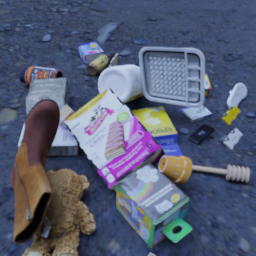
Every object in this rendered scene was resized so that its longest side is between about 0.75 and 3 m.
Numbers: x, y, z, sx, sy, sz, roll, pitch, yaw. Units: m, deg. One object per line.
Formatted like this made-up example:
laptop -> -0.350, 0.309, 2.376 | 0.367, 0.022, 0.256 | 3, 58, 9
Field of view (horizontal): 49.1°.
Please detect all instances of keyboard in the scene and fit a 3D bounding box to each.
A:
keyboard -> 2.708, 0.259, 10.080 | 0.651, 0.139, 1.085 | 27, 49, 36

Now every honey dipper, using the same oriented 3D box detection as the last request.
honey dipper -> 2.354, 1.306, 8.681 | 2.584, 0.491, 0.491 | 6, 42, 10

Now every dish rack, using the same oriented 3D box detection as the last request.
dish rack -> 1.529, -1.783, 9.492 | 2.345, 2.013, 0.511 | 12, 37, 31

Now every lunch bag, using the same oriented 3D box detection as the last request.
lunch bag -> -3.111, -1.093, 10.945 | 1.437, 1.030, 1.752 | -4, 47, -1

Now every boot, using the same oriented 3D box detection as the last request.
boot -> -2.316, 0.845, 6.997 | 0.996, 2.739, 2.909 | 28, 9, -28

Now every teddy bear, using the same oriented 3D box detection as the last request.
teddy bear -> -1.790, 2.406, 7.234 | 1.955, 0.900, 2.696 | -18, 49, -4

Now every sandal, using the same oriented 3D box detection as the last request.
sandal -> 4.429, -1.338, 11.638 | 1.657, 0.674, 0.407 | -41, 15, -36

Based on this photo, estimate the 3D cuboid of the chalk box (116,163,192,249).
chalk box -> 0.723, 2.111, 7.198 | 1.206, 1.200, 1.939 | -26, 49, -28

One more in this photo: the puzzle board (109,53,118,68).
puzzle board -> -0.633, -2.205, 11.158 | 0.112, 1.285, 0.968 | 14, 38, 7

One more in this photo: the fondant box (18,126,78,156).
fondant box -> -2.656, 0.312, 9.621 | 1.867, 0.544, 1.347 | 0, 42, -7

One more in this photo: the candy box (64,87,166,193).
candy box -> -0.461, 0.310, 8.484 | 1.872, 0.838, 2.746 | -39, 60, -4

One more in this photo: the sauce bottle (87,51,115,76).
sauce bottle -> -1.266, -3.198, 13.627 | 0.618, 0.618, 1.872 | 18, 45, 19

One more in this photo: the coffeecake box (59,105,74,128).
coffeecake box -> -2.062, -0.362, 9.163 | 0.302, 0.827, 0.635 | 41, 84, 3

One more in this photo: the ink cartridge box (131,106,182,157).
ink cartridge box -> 0.466, 0.181, 9.818 | 2.292, 0.545, 2.319 | -8, 37, -11

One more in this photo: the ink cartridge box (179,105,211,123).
ink cartridge box -> 2.641, -0.646, 11.051 | 0.920, 0.187, 0.922 | -18, 45, -20

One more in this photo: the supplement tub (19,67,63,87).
supplement tub -> -3.809, -2.163, 12.209 | 1.745, 0.933, 0.933 | 8, 42, 9

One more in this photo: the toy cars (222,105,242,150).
toy cars -> 2.296, 0.000, 6.287 | 0.469, 0.231, 1.045 | 6, 73, -15

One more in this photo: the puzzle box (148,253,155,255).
puzzle box -> 0.532, 3.473, 6.452 | 0.658, 0.126, 0.989 | 24, 47, 24

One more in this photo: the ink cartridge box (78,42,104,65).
ink cartridge box -> -1.952, -3.910, 14.462 | 1.020, 0.571, 1.495 | -16, 42, -18

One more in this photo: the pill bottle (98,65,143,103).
pill bottle -> -0.027, -1.699, 10.634 | 1.333, 1.333, 2.331 | 18, 21, 20

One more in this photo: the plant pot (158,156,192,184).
plant pot -> 1.242, 1.083, 7.678 | 0.700, 0.765, 0.765 | 20, 39, -16

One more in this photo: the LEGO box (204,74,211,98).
LEGO box -> 3.028, -1.861, 12.204 | 0.902, 0.467, 1.211 | 2, 42, 2
